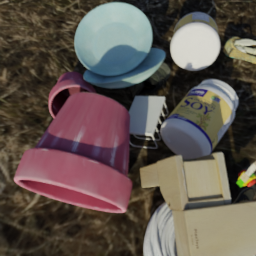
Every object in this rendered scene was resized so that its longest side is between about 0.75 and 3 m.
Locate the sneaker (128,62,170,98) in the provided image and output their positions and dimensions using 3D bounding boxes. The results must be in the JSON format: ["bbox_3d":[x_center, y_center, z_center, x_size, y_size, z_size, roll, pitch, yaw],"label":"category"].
[{"bbox_3d":[0.034,-2.113,10.449,2.779,1.062,1.592,26,54,10],"label":"sneaker"}]

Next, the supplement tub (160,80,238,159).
[{"bbox_3d":[2.285,-0.270,8.834,1.682,1.682,2.314,32,63,19],"label":"supplement tub"}]

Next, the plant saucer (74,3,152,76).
[{"bbox_3d":[-0.505,-3.039,9.862,2.731,0.526,2.731,-1,80,7],"label":"plant saucer"}]

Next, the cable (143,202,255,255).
[{"bbox_3d":[1.766,3.039,7.054,2.733,0.946,2.734,40,63,19],"label":"cable"}]

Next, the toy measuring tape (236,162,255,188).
[{"bbox_3d":[2.700,1.007,6.159,0.383,1.040,0.383,4,50,-4],"label":"toy measuring tape"}]

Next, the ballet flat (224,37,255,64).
[{"bbox_3d":[5.201,-3.003,11.157,2.664,0.942,0.942,19,59,12],"label":"ballet flat"}]

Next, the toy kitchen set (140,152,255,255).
[{"bbox_3d":[1.984,2.270,7.073,2.438,2.696,2.988,-2,77,-15],"label":"toy kitchen set"}]

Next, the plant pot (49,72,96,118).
[{"bbox_3d":[-1.880,-1.127,9.606,1.625,1.625,1.454,-9,41,-6],"label":"plant pot"}]

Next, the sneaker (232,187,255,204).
[{"bbox_3d":[3.278,2.119,7.799,0.396,0.562,1.059,45,81,-2],"label":"sneaker"}]

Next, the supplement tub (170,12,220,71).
[{"bbox_3d":[2.529,-3.347,10.585,1.704,1.704,2.344,11,35,7],"label":"supplement tub"}]

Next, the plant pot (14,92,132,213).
[{"bbox_3d":[-1.103,0.611,7.364,2.847,2.847,2.548,12,66,8],"label":"plant pot"}]

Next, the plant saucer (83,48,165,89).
[{"bbox_3d":[-0.082,-1.885,9.246,2.771,0.533,2.771,-13,31,8],"label":"plant saucer"}]

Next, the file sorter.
[{"bbox_3d":[0.615,-0.168,9.122,1.040,0.933,1.499,4,54,27],"label":"file sorter"}]
